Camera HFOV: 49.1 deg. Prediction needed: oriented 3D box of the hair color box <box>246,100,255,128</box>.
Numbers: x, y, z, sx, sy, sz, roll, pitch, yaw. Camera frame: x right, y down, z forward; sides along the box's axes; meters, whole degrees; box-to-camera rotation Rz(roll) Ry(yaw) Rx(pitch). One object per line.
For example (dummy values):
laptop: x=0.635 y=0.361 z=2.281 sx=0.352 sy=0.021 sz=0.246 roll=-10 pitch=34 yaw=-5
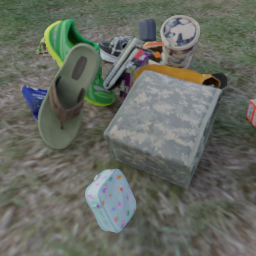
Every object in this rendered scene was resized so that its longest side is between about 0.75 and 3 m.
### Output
hair color box: x=3.874 y=-0.087 z=7.050 sx=0.999 sy=0.576 sz=1.802 roll=-5 pitch=33 yaw=-3

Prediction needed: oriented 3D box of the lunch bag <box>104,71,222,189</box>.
lunch bag: x=0.862 y=-0.163 z=6.274 sx=1.913 sy=1.371 sz=2.332 roll=19 pitch=62 yaw=20

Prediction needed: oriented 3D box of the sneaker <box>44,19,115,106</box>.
sneaker: x=-1.199 y=-1.763 z=7.932 sx=1.152 sy=2.756 sz=1.021 roll=-23 pitch=26 yaw=32

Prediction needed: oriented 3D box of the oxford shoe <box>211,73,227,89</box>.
oxford shoe: x=2.156 y=-1.423 z=9.137 sx=1.942 sy=0.693 sz=0.692 roll=0 pitch=7 yaw=4

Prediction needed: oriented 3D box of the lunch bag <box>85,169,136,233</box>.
lunch bag: x=-0.309 y=1.271 z=4.933 sx=0.388 sy=1.007 sz=0.808 roll=-7 pitch=26 yaw=41

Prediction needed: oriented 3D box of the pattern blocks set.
pattern blocks set: x=0.712 y=-1.939 z=9.309 sx=1.447 sy=1.272 sz=0.117 roll=16 pitch=0 yaw=3

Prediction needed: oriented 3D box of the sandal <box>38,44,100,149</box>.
sandal: x=-1.451 y=-0.738 z=6.587 sx=1.037 sy=2.611 sz=0.745 roll=19 pitch=9 yaw=-9

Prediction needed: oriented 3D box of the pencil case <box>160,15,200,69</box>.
pencil case: x=1.531 y=-2.517 z=8.870 sx=1.047 sy=2.691 sz=1.204 roll=43 pitch=90 yaw=8

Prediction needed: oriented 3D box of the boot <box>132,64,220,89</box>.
boot: x=1.283 y=-1.235 z=7.209 sx=2.027 sy=0.713 sz=1.451 roll=-8 pitch=19 yaw=-35

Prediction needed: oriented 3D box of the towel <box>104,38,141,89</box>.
towel: x=-0.169 y=-1.695 z=7.306 sx=0.251 sy=1.454 sz=1.400 roll=33 pitch=11 yaw=-13

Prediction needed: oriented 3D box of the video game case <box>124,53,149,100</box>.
video game case: x=0.245 y=-1.427 z=8.329 sx=0.222 sy=1.237 sz=1.121 roll=25 pitch=53 yaw=18

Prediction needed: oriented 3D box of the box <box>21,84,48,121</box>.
box: x=-2.323 y=-0.680 z=7.918 sx=1.015 sy=0.271 sz=1.675 roll=9 pitch=29 yaw=-40

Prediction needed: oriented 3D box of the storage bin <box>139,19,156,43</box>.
storage bin: x=0.618 y=-3.488 z=10.046 sx=0.578 sy=0.794 sz=0.534 roll=7 pitch=17 yaw=33

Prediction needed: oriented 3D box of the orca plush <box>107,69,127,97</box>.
orca plush: x=-0.324 y=-1.439 z=8.484 sx=0.648 sy=0.960 sz=1.824 roll=26 pitch=28 yaw=7

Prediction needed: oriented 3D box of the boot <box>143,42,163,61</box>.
boot: x=1.531 y=-3.166 z=11.230 sx=1.970 sy=0.739 sz=1.056 roll=0 pitch=32 yaw=3

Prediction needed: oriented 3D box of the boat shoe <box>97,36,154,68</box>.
boat shoe: x=-0.186 y=-2.962 z=10.667 sx=1.056 sy=0.977 sz=2.860 roll=-24 pitch=44 yaw=-34

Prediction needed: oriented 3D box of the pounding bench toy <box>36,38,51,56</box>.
pounding bench toy: x=-3.400 y=-3.383 z=11.546 sx=0.862 sy=0.672 sz=0.535 roll=0 pitch=37 yaw=0

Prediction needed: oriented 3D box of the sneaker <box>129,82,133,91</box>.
sneaker: x=0.730 y=-1.036 z=8.061 sx=0.707 sy=1.042 sz=1.804 roll=23 pitch=42 yaw=38
